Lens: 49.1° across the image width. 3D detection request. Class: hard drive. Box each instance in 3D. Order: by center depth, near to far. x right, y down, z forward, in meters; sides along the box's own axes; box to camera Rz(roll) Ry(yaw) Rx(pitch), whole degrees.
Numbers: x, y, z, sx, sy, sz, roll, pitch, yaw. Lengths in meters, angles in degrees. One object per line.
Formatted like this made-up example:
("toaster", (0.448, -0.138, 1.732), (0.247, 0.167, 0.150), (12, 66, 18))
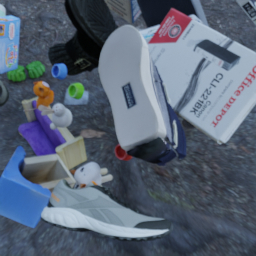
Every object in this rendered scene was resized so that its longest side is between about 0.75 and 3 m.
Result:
("hard drive", (1.388, -3.398, 8.678), (1.760, 2.609, 0.552), (-20, 22, 25))

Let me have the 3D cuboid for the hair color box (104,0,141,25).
("hair color box", (-0.227, -5.049, 10.089), (1.449, 2.898, 0.877), (36, 88, 4))

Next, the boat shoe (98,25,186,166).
("boat shoe", (0.237, -0.485, 4.491), (0.892, 1.108, 2.389), (-23, 57, 24))

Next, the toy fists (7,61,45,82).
("toy fists", (-4.147, -2.298, 11.378), (1.499, 0.515, 0.764), (-15, 49, -15))

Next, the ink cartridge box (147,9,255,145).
("ink cartridge box", (1.503, -1.075, 6.021), (2.477, 1.037, 1.787), (38, 99, 21))

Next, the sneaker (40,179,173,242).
("sneaker", (-0.265, 1.064, 3.609), (1.704, 0.630, 0.676), (9, 68, 10))

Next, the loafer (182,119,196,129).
("loafer", (1.937, -0.342, 8.043), (1.185, 0.420, 0.433), (-37, 101, -27))

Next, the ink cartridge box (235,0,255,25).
("ink cartridge box", (3.088, -3.331, 7.186), (1.508, 0.296, 0.750), (40, 56, -16))

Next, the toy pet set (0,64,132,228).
("toy pet set", (-1.669, 0.422, 5.295), (1.414, 2.487, 2.664), (-2, 43, -51))

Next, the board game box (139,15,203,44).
("board game box", (0.992, -2.629, 7.894), (2.039, 0.353, 1.287), (-14, 29, 10))

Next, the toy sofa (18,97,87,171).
("toy sofa", (-2.477, 0.181, 8.619), (1.271, 1.079, 2.605), (-27, 52, -25))

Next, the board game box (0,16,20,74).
("board game box", (-2.762, -1.558, 5.533), (0.273, 1.128, 1.491), (24, 31, 12))

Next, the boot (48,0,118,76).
("boot", (-1.470, -2.526, 8.017), (2.266, 3.031, 1.141), (-3, 67, 24))

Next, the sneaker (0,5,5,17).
("sneaker", (-3.763, -2.531, 7.843), (0.753, 2.047, 1.207), (10, 86, -16))

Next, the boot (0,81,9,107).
("boot", (-4.182, -1.737, 6.934), (2.976, 1.944, 1.008), (43, 75, -10))
